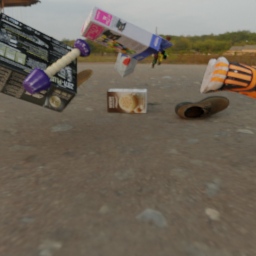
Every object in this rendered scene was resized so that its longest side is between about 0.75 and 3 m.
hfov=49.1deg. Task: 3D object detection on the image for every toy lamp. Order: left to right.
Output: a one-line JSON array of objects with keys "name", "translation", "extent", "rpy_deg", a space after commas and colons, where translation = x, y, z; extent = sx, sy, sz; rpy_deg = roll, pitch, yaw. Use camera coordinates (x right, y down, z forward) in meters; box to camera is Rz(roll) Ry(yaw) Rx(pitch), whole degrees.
[{"name": "toy lamp", "translation": [-2.097, -1.820, 8.372], "extent": [0.699, 0.699, 2.402], "rpy_deg": [14, 47, 38]}]

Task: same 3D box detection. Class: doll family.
[{"name": "doll family", "translation": [1.506, -3.510, 12.870], "extent": [0.667, 1.700, 0.983], "rpy_deg": [12, -26, -3]}]

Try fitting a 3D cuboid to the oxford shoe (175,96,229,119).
[{"name": "oxford shoe", "translation": [3.769, -0.875, 13.686], "extent": [2.714, 0.986, 1.146], "rpy_deg": [-14, 21, -5]}]

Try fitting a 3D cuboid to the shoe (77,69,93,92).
[{"name": "shoe", "translation": [-2.095, -1.958, 12.086], "extent": [0.563, 0.429, 1.609], "rpy_deg": [29, 61, 22]}]

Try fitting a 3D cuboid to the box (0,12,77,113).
[{"name": "box", "translation": [-3.233, -2.126, 9.474], "extent": [2.835, 1.221, 2.322], "rpy_deg": [19, 47, -34]}]

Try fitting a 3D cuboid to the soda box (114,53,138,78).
[{"name": "soda box", "translation": [0.037, -3.124, 12.022], "extent": [0.697, 2.041, 0.647], "rpy_deg": [-32, 73, -30]}]

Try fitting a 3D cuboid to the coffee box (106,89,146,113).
[{"name": "coffee box", "translation": [-0.059, -1.442, 15.030], "extent": [2.069, 1.183, 0.825], "rpy_deg": [1, 18, 7]}]

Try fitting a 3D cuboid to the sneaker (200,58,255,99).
[{"name": "sneaker", "translation": [3.198, -1.363, 8.450], "extent": [1.661, 1.150, 2.964], "rpy_deg": [15, 14, 4]}]

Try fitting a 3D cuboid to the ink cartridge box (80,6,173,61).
[{"name": "ink cartridge box", "translation": [-0.081, -3.133, 9.927], "extent": [2.970, 0.623, 1.772], "rpy_deg": [16, -3, -19]}]
